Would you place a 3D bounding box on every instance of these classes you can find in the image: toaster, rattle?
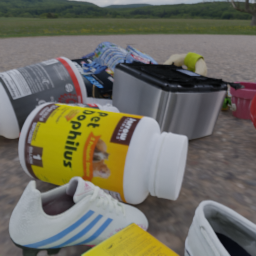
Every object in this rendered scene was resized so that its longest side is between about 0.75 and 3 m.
[{"bbox_3d":[1.171,-0.815,7.660,2.382,1.563,2.634,-8,29,-35],"label":"toaster"},{"bbox_3d":[1.976,-1.316,10.922,1.952,2.142,2.998,13,61,14],"label":"rattle"}]

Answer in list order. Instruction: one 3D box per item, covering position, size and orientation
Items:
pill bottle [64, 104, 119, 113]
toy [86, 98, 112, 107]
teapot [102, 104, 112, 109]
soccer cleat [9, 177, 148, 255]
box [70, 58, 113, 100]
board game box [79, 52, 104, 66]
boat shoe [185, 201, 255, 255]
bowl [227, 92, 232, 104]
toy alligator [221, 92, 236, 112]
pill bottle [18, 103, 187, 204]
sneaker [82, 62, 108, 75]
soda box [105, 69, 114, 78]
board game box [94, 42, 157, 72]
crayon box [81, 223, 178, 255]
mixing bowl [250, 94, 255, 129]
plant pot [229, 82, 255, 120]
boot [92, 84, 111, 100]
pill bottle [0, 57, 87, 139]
[{"bbox_3d":[-1.135,-0.094,7.000,1.778,1.030,1.030,-4,21,-32],"label":"pill bottle"},{"bbox_3d":[-0.965,-0.587,9.036,1.253,0.296,0.722,7,58,-12],"label":"toy"},{"bbox_3d":[-0.586,-0.382,8.293,0.882,0.653,0.894,-11,26,-24],"label":"teapot"},{"bbox_3d":[-0.448,1.119,3.721,2.089,0.902,0.730,10,11,-40],"label":"soccer cleat"},{"bbox_3d":[-1.724,-1.777,10.733,2.107,0.610,2.651,-17,46,-35],"label":"box"},{"bbox_3d":[-1.603,-2.652,12.828,0.437,1.418,1.418,19,45,41],"label":"board game box"},{"bbox_3d":[1.645,1.781,2.656,1.093,0.971,2.972,-15,27,-32],"label":"boat shoe"},{"bbox_3d":[3.881,-0.988,10.022,0.928,0.436,0.928,2,23,-1],"label":"bowl"},{"bbox_3d":[3.201,-0.915,9.524,0.435,0.600,1.809,-7,17,7],"label":"toy alligator"},{"bbox_3d":[-0.407,0.449,5.038,2.765,1.510,1.510,9,24,17],"label":"pill bottle"},{"bbox_3d":[-1.241,-2.216,10.278,1.059,0.436,0.392,-2,23,23],"label":"sneaker"},{"bbox_3d":[-0.986,-2.731,14.324,0.382,0.361,1.128,-10,25,-21],"label":"soda box"},{"bbox_3d":[0.513,-1.949,9.727,2.562,0.790,2.561,9,33,-49],"label":"board game box"},{"bbox_3d":[-0.347,2.027,2.353,2.572,0.749,1.528,-19,29,-39],"label":"crayon box"},{"bbox_3d":[3.771,-0.270,6.659,1.239,2.288,2.288,-39,-2,35],"label":"mixing bowl"},{"bbox_3d":[3.796,-0.862,8.972,1.132,1.013,1.132,0,22,0],"label":"plant pot"},{"bbox_3d":[-0.829,-1.029,9.279,0.657,0.951,0.368,-2,44,7],"label":"boot"},{"bbox_3d":[-2.776,-0.725,7.530,2.966,1.718,1.718,-25,32,-29],"label":"pill bottle"}]
